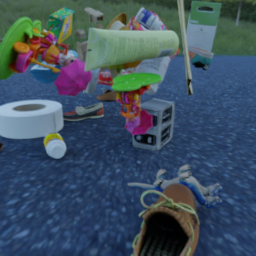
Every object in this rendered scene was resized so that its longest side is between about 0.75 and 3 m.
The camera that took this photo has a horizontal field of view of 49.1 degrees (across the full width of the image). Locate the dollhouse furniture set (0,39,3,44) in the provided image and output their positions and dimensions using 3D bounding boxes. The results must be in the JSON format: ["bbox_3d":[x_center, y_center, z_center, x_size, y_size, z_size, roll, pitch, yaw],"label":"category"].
[{"bbox_3d":[-4.530,-2.682,10.335,0.559,0.478,1.079,-32,67,-2],"label":"dollhouse furniture set"}]

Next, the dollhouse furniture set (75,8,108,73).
[{"bbox_3d":[-1.765,-3.700,12.221,1.340,2.585,1.145,-31,52,-27],"label":"dollhouse furniture set"}]

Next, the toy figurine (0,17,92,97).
[{"bbox_3d":[-2.142,-1.906,8.255,2.314,1.888,2.514,26,37,-7],"label":"toy figurine"}]

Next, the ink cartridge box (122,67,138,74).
[{"bbox_3d":[0.179,-3.049,14.392,1.011,0.744,0.731,16,12,-26],"label":"ink cartridge box"}]

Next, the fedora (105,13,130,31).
[{"bbox_3d":[-0.275,-2.624,8.667,0.748,1.835,1.835,31,24,4],"label":"fedora"}]

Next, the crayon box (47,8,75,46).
[{"bbox_3d":[-2.736,-4.127,11.350,0.509,1.039,1.749,20,34,-3],"label":"crayon box"}]

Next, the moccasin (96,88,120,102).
[{"bbox_3d":[-0.453,-0.762,6.496,0.308,0.325,0.841,-3,3,-34],"label":"moccasin"}]

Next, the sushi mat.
[{"bbox_3d":[1.718,-2.544,8.504,0.179,2.957,1.415,-6,-13,11],"label":"sushi mat"}]

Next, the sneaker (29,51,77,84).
[{"bbox_3d":[-3.027,-2.486,11.508,2.314,0.885,0.935,-8,49,28],"label":"sneaker"}]

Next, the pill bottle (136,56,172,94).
[{"bbox_3d":[0.887,-2.180,10.070,1.005,1.773,1.005,21,-9,4],"label":"pill bottle"}]

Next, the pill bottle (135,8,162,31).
[{"bbox_3d":[0.708,-3.632,9.534,0.863,0.499,0.499,34,21,-3],"label":"pill bottle"}]

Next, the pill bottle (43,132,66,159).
[{"bbox_3d":[-2.219,0.543,8.486,0.574,0.574,1.050,-8,20,-21],"label":"pill bottle"}]

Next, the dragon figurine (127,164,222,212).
[{"bbox_3d":[0.991,1.401,5.975,1.981,0.985,0.583,-16,17,12],"label":"dragon figurine"}]

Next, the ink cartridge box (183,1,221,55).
[{"bbox_3d":[2.885,-3.902,11.052,1.094,2.107,0.625,11,37,10],"label":"ink cartridge box"}]

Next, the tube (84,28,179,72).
[{"bbox_3d":[0.119,-2.022,6.915,2.625,0.762,0.682,-17,5,-34],"label":"tube"}]

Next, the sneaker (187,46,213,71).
[{"bbox_3d":[2.541,-2.648,10.574,0.608,0.681,1.704,3,25,-19],"label":"sneaker"}]

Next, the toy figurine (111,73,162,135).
[{"bbox_3d":[0.169,-0.418,6.156,1.063,1.303,1.415,6,24,22],"label":"toy figurine"}]

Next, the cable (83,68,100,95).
[{"bbox_3d":[-1.268,-1.700,9.876,0.367,1.061,1.061,15,-9,-12],"label":"cable"}]

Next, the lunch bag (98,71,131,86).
[{"bbox_3d":[-0.627,-2.189,12.477,1.343,0.625,1.525,-13,22,-41],"label":"lunch bag"}]

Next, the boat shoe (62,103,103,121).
[{"bbox_3d":[-1.955,-0.690,12.081,1.853,0.580,0.659,-8,22,-19],"label":"boat shoe"}]

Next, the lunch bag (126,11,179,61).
[{"bbox_3d":[1.154,-3.943,12.458,2.120,2.407,0.986,-35,2,-33],"label":"lunch bag"}]

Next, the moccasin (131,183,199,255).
[{"bbox_3d":[0.592,1.632,4.489,0.979,1.033,2.676,12,24,23],"label":"moccasin"}]

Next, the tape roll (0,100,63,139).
[{"bbox_3d":[-3.744,-0.389,10.773,2.457,0.859,2.457,0,18,0],"label":"tape roll"}]

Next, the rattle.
[{"bbox_3d":[-0.018,-2.163,10.358,1.301,1.821,1.185,-18,61,6],"label":"rattle"}]

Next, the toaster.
[{"bbox_3d":[0.855,-0.147,9.277,0.934,1.423,1.573,14,24,28],"label":"toaster"}]

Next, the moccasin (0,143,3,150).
[{"bbox_3d":[-4.072,0.704,8.353,0.455,0.431,1.179,-9,10,0],"label":"moccasin"}]
